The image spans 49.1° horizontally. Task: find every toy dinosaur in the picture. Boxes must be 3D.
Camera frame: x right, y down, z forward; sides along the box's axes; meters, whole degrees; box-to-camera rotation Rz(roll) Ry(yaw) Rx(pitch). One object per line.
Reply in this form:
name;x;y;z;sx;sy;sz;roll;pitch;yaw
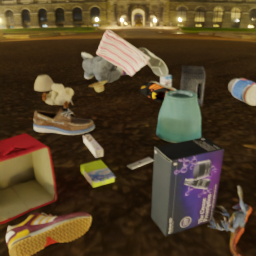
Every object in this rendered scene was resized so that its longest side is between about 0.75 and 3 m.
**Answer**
toy dinosaur;2.358;2.052;6.169;1.262;0.730;1.391;5;61;-33

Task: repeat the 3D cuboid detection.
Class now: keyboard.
keyboard;0.386;1.101;8.732;0.899;0.048;0.253;-16;23;-34

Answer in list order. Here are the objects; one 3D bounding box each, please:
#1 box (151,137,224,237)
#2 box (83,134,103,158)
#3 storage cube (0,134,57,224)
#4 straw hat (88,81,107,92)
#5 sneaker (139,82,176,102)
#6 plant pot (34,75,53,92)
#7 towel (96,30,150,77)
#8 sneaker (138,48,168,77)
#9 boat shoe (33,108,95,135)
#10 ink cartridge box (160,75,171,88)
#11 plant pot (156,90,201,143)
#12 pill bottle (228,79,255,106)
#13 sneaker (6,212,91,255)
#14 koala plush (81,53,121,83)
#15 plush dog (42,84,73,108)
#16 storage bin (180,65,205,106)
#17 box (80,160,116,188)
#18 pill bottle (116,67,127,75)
box;1.233;1.245;6.046;1.296;1.837;0.724;-9;24;-19
box;-1.223;0.599;9.613;0.263;0.282;1.362;-11;24;-24
storage cube;-2.750;1.095;6.765;1.408;1.648;1.481;-18;23;-35
straw hat;-1.701;-2.353;16.352;1.151;0.487;1.151;-14;17;5
sneaker;1.417;-1.873;14.748;2.377;0.831;1.070;20;27;35
plant pot;-5.062;-2.732;16.851;1.187;0.797;1.187;1;23;0
towel;-0.376;-3.272;12.891;2.192;0.448;2.995;32;-9;-11
sneaker;1.248;-3.171;13.474;1.866;0.656;0.748;46;22;10
boat shoe;-2.527;-0.278;10.901;2.426;0.878;0.876;0;23;1
ink cartridge box;2.258;-2.749;16.838;0.358;0.846;0.611;-24;32;-36
plant pot;1.934;-0.515;10.537;1.714;1.610;1.714;0;22;0
pill bottle;6.088;-1.953;14.602;1.099;1.099;1.958;-5;24;-12
sneaker;-1.630;2.004;5.805;1.693;0.635;0.763;-11;31;-26
koala plush;-2.067;-4.071;18.528;2.412;2.139;2.216;17;39;27
plush dog;-3.543;-1.466;13.892;1.254;1.172;1.461;-7;-8;21
storage bin;3.278;-2.235;14.550;1.146;1.652;2.444;4;23;9
box;-0.860;1.308;7.939;0.659;0.258;1.081;-12;26;-26
pill bottle;-0.185;-4.264;20.616;1.214;0.676;0.676;-17;28;-34
